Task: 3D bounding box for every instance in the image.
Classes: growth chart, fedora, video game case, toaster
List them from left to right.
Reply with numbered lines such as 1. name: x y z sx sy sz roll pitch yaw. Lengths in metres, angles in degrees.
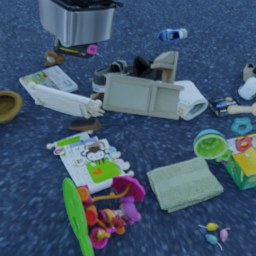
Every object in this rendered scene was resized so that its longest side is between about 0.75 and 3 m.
1. fedora: -4.855 -0.682 10.838 1.679 0.685 1.679 -1 57 1
2. video game case: -3.601 -1.980 12.636 1.894 0.238 2.081 -27 51 -26
3. growth chart: -1.379 -0.519 6.292 1.657 2.289 0.203 16 82 -11
4. toaster: -1.552 -3.673 9.061 1.917 1.258 2.120 -25 52 -37
5. growth chart: -1.254 1.053 9.433 1.997 0.245 2.760 -26 50 -26

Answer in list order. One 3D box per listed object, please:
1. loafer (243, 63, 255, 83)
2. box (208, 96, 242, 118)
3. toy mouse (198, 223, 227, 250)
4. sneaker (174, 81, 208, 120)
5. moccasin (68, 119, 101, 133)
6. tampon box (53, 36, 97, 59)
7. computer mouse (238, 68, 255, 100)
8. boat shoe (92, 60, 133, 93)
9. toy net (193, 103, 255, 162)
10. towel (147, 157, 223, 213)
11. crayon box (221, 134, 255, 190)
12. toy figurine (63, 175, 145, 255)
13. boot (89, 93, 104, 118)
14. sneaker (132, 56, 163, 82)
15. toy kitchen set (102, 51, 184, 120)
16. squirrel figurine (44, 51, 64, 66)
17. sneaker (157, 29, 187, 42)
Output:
1. loafer: 5.660 -2.539 13.036 0.534 0.482 1.412 5 44 6
2. box: 3.954 -0.882 11.444 1.122 0.258 0.892 -12 45 -13
3. toy mouse: 2.398 2.893 7.522 0.826 0.160 0.734 -3 43 -3
4. sneaker: 1.666 -1.019 11.002 2.934 1.081 1.695 -12 42 -14
5. moccasin: -1.633 -0.079 10.419 1.332 0.514 0.487 -6 49 22
6. tampon box: -2.070 -4.025 11.297 1.546 2.063 1.303 5 1 -24
7. computer mouse: 5.567 -1.906 12.206 1.077 0.431 1.965 43 62 13
8. boat shoe: -0.365 -2.439 12.379 1.049 0.945 2.967 26 39 27
9. toy net: 2.839 -0.033 6.507 1.402 2.672 0.516 36 33 -20
10. towel: 1.732 1.688 8.643 2.056 0.375 1.525 -13 46 -13
11. crayon box: 4.464 0.945 9.152 2.549 0.743 1.514 -11 44 -11
12. toy figurine: -0.433 2.166 7.569 2.060 1.680 2.238 -13 66 -26
13. boot: -0.949 -0.954 11.303 1.274 0.554 1.532 0 40 2
14. sneaker: 0.942 -2.698 12.491 1.012 1.516 2.647 21 45 19
15. toy kitchen set: 0.286 -1.424 8.218 2.097 1.896 2.324 7 7 -15
16. squirrel figurine: -3.713 -3.567 14.124 0.983 0.696 0.917 5 31 -15
17. sneaker: 1.862 -4.079 12.369 1.394 0.515 0.573 2 29 35
